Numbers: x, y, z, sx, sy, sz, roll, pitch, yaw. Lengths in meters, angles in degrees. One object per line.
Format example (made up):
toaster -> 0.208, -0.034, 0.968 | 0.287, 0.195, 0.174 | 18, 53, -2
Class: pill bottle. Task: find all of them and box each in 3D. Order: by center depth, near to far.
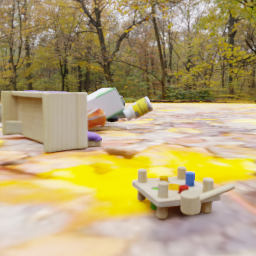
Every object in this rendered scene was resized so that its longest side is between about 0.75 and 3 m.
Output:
pill bottle -> 0.302, -0.551, 8.437 | 0.831, 0.463, 0.463 | -28, 4, 5

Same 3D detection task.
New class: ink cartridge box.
ink cartridge box -> -0.967, -0.653, 8.569 | 1.266, 0.729, 1.735 | -28, 13, -9

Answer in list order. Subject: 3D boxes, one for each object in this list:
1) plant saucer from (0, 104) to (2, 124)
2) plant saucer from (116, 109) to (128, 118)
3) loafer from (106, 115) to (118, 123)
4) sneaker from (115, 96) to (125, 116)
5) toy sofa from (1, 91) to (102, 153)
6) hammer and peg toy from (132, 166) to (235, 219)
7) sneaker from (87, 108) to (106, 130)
plant saucer -> -3.656, -0.432, 9.086 | 1.155, 1.155, 0.290 | -5, 47, -38
plant saucer -> -0.695, -0.754, 14.140 | 2.650, 0.363, 2.650 | -1, 6, 0
loafer -> -0.893, -0.497, 10.318 | 1.175, 0.412, 0.399 | 13, -28, 17
sneaker -> -0.407, -0.768, 10.966 | 0.597, 1.034, 0.388 | 9, 11, 21
toy sofa -> -1.684, -0.254, 5.934 | 1.250, 1.061, 2.562 | -5, 9, -39
hammer and peg toy -> 0.450, 0.555, 2.329 | 0.606, 0.290, 0.824 | -1, 6, -21
sneaker -> -1.279, -0.116, 7.322 | 1.429, 0.551, 0.521 | -5, 40, 2
